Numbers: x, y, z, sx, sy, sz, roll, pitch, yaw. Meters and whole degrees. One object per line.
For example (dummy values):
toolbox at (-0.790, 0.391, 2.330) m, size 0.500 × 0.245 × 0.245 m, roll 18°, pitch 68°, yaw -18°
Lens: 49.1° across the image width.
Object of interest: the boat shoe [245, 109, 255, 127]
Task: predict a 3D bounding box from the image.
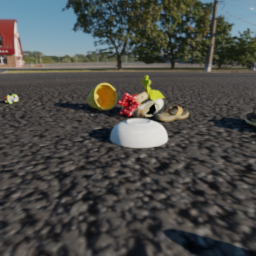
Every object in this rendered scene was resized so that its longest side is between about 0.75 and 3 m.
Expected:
boat shoe at (5.262, -0.416, 10.980) m, size 0.874 × 0.774 × 2.387 m, roll 1°, pitch 14°, yaw 3°

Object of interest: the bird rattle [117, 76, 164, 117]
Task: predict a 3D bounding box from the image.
bird rattle at (0.427, -1.187, 13.229) m, size 2.399 × 1.351 × 1.956 m, roll -43°, pitch 1°, yaw -24°

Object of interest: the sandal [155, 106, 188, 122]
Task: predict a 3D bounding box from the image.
sandal at (1.987, -0.690, 12.404) m, size 0.852 × 0.573 × 2.122 m, roll 14°, pitch 17°, yaw 42°

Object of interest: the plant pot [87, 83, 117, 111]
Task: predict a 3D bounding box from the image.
plant pot at (-1.459, -1.532, 14.549) m, size 1.348 × 1.348 × 1.268 m, roll -10°, pitch 2°, yaw -34°

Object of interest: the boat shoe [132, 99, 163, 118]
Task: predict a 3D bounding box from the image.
boat shoe at (1.095, -0.882, 13.021) m, size 0.707 × 0.773 × 2.068 m, roll 15°, pitch 30°, yaw 37°

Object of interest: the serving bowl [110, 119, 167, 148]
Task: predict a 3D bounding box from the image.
serving bowl at (0.349, 0.082, 9.365) m, size 1.917 × 0.631 × 1.917 m, roll -1°, pitch 14°, yaw 0°

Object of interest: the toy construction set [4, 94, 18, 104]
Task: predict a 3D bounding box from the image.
toy construction set at (-6.903, -1.734, 16.598) m, size 0.756 × 0.531 × 1.153 m, roll -29°, pitch 13°, yaw -11°
